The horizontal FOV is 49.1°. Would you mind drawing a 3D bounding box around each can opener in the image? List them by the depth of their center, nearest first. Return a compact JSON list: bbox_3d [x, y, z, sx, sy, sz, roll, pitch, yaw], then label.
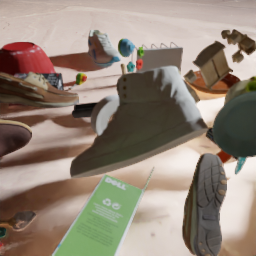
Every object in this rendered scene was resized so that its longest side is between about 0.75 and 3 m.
[{"bbox_3d":[-0.773,-0.471,8.496,1.805,0.604,0.481,-5,46,15],"label":"can opener"}]

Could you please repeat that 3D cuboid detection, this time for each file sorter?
[{"bbox_3d":[1.077,-2.710,11.214,1.797,1.247,1.119,-7,34,-12],"label":"file sorter"}]

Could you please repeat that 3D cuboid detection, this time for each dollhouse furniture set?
[{"bbox_3d":[2.441,-2.120,8.521,2.571,1.332,1.138,-42,54,7],"label":"dollhouse furniture set"}]

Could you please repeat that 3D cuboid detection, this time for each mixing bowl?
[{"bbox_3d":[-4.113,-2.542,10.922,2.468,1.337,2.468,0,33,0],"label":"mixing bowl"}]

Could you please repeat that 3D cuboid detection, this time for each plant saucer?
[{"bbox_3d":[2.375,-0.086,5.502,1.471,1.471,0.283,1,28,2],"label":"plant saucer"},{"bbox_3d":[3.223,-1.713,10.544,1.946,0.314,1.946,0,33,0],"label":"plant saucer"}]

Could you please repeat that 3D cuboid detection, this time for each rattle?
[{"bbox_3d":[2.824,-0.229,5.908,2.466,1.606,1.762,-44,9,-20],"label":"rattle"}]

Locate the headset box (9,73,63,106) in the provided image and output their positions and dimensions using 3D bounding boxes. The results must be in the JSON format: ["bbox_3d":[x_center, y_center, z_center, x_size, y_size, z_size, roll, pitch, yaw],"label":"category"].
[{"bbox_3d":[-3.210,-1.337,9.532,1.812,0.700,1.348,-3,30,-5],"label":"headset box"}]

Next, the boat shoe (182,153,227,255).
[{"bbox_3d":[1.148,1.205,4.512,0.617,1.630,0.585,18,-16,-19],"label":"boat shoe"}]

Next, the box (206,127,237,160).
[{"bbox_3d":[2.804,0.297,7.350,0.949,0.275,1.194,-16,36,-22],"label":"box"}]

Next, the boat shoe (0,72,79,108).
[{"bbox_3d":[-2.753,-1.134,8.162,2.665,0.957,1.009,5,10,-15],"label":"boat shoe"}]

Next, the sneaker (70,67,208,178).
[{"bbox_3d":[-0.076,-0.130,5.862,2.990,1.728,1.101,-24,-14,15],"label":"sneaker"}]

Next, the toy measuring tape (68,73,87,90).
[{"bbox_3d":[-1.913,-1.833,10.656,0.418,0.418,1.136,14,35,21],"label":"toy measuring tape"}]

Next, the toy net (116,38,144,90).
[{"bbox_3d":[-0.031,-1.844,9.096,0.382,1.979,1.038,10,-4,35],"label":"toy net"}]

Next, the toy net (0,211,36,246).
[{"bbox_3d":[-2.233,1.796,5.010,1.206,0.233,0.633,-20,37,-29],"label":"toy net"}]

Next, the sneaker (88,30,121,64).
[{"bbox_3d":[-1.215,-3.754,13.011,1.091,1.152,2.851,-14,36,-24],"label":"sneaker"}]

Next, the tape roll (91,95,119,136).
[{"bbox_3d":[-0.307,-0.198,7.183,1.267,1.267,0.443,-14,25,-21],"label":"tape roll"}]

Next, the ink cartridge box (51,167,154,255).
[{"bbox_3d":[-0.385,1.582,4.288,0.709,1.241,2.390,22,36,9],"label":"ink cartridge box"}]

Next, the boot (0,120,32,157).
[{"bbox_3d":[-3.252,1.033,5.858,2.831,1.024,2.355,-14,47,-24],"label":"boot"}]
